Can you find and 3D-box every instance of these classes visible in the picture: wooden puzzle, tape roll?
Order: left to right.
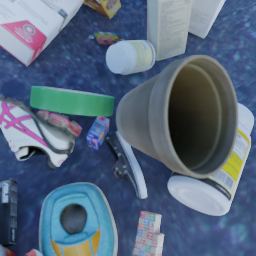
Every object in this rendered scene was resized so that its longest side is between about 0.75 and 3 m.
[{"bbox_3d":[-1.241,-0.616,6.337,1.832,1.832,0.440,8,98,5],"label":"tape roll"},{"bbox_3d":[-0.609,-2.672,8.341,1.121,0.079,0.665,-4,44,-22],"label":"wooden puzzle"}]

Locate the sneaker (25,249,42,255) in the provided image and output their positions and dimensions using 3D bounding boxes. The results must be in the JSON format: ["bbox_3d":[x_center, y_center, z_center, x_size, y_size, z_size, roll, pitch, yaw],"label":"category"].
[{"bbox_3d":[-1.590,3.307,4.435,0.993,0.935,2.426,-7,63,-37],"label":"sneaker"}]

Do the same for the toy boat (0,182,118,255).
[{"bbox_3d":[-1.436,2.140,5.199,2.474,1.150,2.079,-15,62,-9],"label":"toy boat"}]

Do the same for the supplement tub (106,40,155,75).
[{"bbox_3d":[0.076,-1.876,7.431,1.167,0.846,0.846,-21,58,-45],"label":"supplement tub"}]

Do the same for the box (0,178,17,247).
[{"bbox_3d":[-2.915,1.802,5.691,1.275,0.314,1.320,-14,62,6],"label":"box"}]

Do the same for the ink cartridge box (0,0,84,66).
[{"bbox_3d":[-2.754,-3.401,7.939,1.885,1.098,2.604,39,62,-16],"label":"ink cartridge box"}]

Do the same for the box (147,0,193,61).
[{"bbox_3d":[1.057,-2.872,7.492,0.969,2.040,0.793,-16,61,-7],"label":"box"}]

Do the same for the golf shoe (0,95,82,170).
[{"bbox_3d":[-2.457,0.047,6.396,2.709,0.983,1.247,17,74,23],"label":"golf shoe"}]

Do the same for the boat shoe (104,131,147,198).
[{"bbox_3d":[-0.101,0.825,6.266,0.576,0.607,1.737,-19,62,-7],"label":"boat shoe"}]

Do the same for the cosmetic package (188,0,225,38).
[{"bbox_3d":[2.024,-3.933,7.947,1.531,1.857,1.532,28,74,7],"label":"cosmetic package"}]

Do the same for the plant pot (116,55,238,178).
[{"bbox_3d":[0.755,-0.183,5.232,1.748,2.014,2.014,0,48,52],"label":"plant pot"}]

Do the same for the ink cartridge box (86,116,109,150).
[{"bbox_3d":[-0.736,0.161,6.669,0.293,0.523,0.766,22,61,11],"label":"ink cartridge box"}]

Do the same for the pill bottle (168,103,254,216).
[{"bbox_3d":[1.848,0.570,6.011,1.284,1.284,2.247,25,63,13],"label":"pill bottle"}]

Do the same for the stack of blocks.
[{"bbox_3d":[0.423,2.052,5.366,0.463,0.235,0.804,2,77,35],"label":"stack of blocks"}]

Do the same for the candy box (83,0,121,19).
[{"bbox_3d":[-1.138,-4.373,8.194,1.340,2.296,0.648,37,87,20],"label":"candy box"}]
